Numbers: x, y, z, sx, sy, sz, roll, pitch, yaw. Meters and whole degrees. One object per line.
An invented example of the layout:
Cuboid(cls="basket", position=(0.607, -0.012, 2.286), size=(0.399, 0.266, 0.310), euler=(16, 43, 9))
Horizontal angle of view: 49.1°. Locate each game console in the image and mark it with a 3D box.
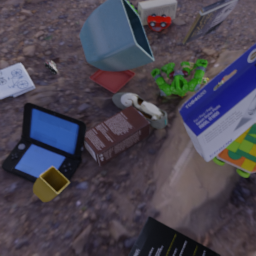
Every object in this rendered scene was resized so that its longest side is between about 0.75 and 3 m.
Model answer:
Cuboid(cls="game console", position=(-2.858, 0.638, 9.368), size=(2.440, 1.420, 2.146), euler=(19, 57, 14))

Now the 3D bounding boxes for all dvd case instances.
Cuboid(cls="dvd case", position=(3.351, -4.367, 11.376), size=(1.827, 2.457, 0.196), euler=(-26, 82, -10))

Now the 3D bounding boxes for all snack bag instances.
Cuboid(cls="snack bag", position=(-5.131, -1.896, 11.904), size=(1.878, 0.201, 1.771), euler=(-27, 58, -18))

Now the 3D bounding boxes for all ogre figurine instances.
Cuboid(cls="ogre figurine", position=(2.034, -1.968, 11.309), size=(2.229, 1.094, 1.336), euler=(1, 69, 3))

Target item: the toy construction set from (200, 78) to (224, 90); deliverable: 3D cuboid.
Cuboid(cls="toy construction set", position=(3.452, -1.818, 11.453), size=(1.087, 0.712, 0.501), euler=(-5, 20, 46))

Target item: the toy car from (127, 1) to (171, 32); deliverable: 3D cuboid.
Cuboid(cls="toy car", position=(0.365, -5.471, 14.159), size=(2.909, 0.649, 2.737), euler=(-23, 58, -16))

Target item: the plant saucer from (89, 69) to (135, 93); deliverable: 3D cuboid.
Cuboid(cls="plant saucer", position=(-0.669, -2.152, 12.040), size=(1.447, 0.266, 1.444), euler=(33, 61, 21))

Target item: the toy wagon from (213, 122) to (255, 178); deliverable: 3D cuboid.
Cuboid(cls="toy wagon", position=(3.453, 0.412, 8.938), size=(2.524, 1.958, 0.499), euler=(25, 23, 8))

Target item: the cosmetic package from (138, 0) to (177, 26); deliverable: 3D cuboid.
Cuboid(cls="cosmetic package", position=(1.478, -5.984, 14.322), size=(1.862, 0.964, 0.680), euler=(-15, 56, -12))

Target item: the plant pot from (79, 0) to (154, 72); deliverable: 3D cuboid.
Cuboid(cls="plant pot", position=(-0.606, -3.514, 11.340), size=(2.288, 2.246, 2.240), euler=(-21, 78, 20))

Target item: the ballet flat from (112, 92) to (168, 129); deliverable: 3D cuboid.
Cuboid(cls="ballet flat", position=(0.439, -0.873, 10.784), size=(2.544, 0.810, 0.857), euler=(32, 68, 21))

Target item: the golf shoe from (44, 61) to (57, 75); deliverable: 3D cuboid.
Cuboid(cls="golf shoe", position=(-3.340, -2.704, 12.401), size=(0.387, 0.339, 0.879), euler=(-32, 61, -28))

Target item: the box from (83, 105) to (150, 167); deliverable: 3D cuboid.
Cuboid(cls="box", position=(-0.429, 0.244, 9.993), size=(2.242, 0.840, 1.123), euler=(-32, 57, -19))

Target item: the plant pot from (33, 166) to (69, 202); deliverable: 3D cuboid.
Cuboid(cls="plant pot", position=(-2.440, 1.812, 8.591), size=(0.770, 0.787, 0.765), euler=(43, 23, 1))

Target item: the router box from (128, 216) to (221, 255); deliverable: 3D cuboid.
Cuboid(cls="router box", position=(0.829, 4.158, 7.282), size=(2.199, 0.753, 2.948), euler=(25, 59, 17))

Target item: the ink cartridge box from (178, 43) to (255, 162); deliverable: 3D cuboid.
Cuboid(cls="ink cartridge box", position=(2.576, -0.513, 6.782), size=(2.603, 2.608, 0.529), euler=(-40, 56, 2))
